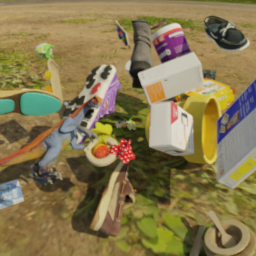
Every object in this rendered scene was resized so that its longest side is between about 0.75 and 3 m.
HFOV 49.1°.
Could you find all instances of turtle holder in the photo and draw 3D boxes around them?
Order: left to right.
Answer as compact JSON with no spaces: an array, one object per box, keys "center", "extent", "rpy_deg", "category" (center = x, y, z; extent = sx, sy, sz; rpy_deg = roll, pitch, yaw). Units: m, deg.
[{"center":[-3.698,-3.324,12.274],"extent":[0.638,0.683,0.899],"rpy_deg":[12,49,3],"category":"turtle holder"}]

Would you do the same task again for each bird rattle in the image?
[{"center":[-0.548,0.575,7.283],"extent":[1.092,0.754,1.339],"rpy_deg":[-40,63,-15],"category":"bird rattle"}]

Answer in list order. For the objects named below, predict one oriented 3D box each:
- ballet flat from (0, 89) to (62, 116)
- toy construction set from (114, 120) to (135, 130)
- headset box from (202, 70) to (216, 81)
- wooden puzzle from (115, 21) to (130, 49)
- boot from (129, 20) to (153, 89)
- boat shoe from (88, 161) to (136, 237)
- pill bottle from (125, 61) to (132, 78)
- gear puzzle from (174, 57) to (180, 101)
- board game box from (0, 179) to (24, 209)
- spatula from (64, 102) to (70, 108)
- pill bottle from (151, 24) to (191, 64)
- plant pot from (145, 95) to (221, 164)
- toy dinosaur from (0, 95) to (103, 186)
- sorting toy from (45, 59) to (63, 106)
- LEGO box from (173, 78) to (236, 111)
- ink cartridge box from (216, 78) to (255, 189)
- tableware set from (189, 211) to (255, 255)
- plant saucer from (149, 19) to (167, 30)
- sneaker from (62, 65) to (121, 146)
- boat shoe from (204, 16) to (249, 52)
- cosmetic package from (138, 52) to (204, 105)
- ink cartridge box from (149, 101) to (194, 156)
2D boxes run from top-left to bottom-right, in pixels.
[{"center":[-2.265,-0.574,5.625],"extent":[1.835,0.630,0.578],"rpy_deg":[-5,39,-36],"category":"ballet flat"},{"center":[-0.178,-0.124,12.251],"extent":[0.933,0.430,0.611],"rpy_deg":[2,31,-18],"category":"toy construction set"},{"center":[4.944,-3.201,17.073],"extent":[0.901,0.418,0.784],"rpy_deg":[9,33,14],"category":"headset box"},{"center":[-0.221,-3.218,9.752],"extent":[0.186,0.745,0.804],"rpy_deg":[-30,65,-3],"category":"wooden puzzle"},{"center":[0.631,-2.669,10.704],"extent":[1.042,1.965,2.985],"rpy_deg":[1,-8,3],"category":"boot"},{"center":[-0.280,2.064,8.415],"extent":[0.995,0.998,2.765],"rpy_deg":[26,29,0],"category":"boat shoe"},{"center":[0.387,-2.451,12.335],"extent":[0.676,1.213,0.676],"rpy_deg":[-12,65,27],"category":"pill bottle"},{"center":[1.873,-1.751,10.808],"extent":[0.229,1.749,0.906],"rpy_deg":[14,47,29],"category":"gear puzzle"},{"center":[-3.869,2.111,8.865],"extent":[0.921,0.201,0.926],"rpy_deg":[-15,35,-24],"category":"board game box"},{"center":[-2.892,-1.122,14.131],"extent":[0.647,0.075,0.931],"rpy_deg":[-5,33,-17],"category":"spatula"},{"center":[2.033,-3.112,12.078],"extent":[1.355,2.410,1.355],"rpy_deg":[-24,0,0],"category":"pill bottle"},{"center":[2.001,0.040,10.376],"extent":[2.301,2.445,2.445],"rpy_deg":[1,28,33],"category":"plant pot"},{"center":[-1.612,0.077,6.875],"extent":[2.692,1.413,2.443],"rpy_deg":[20,59,-15],"category":"toy dinosaur"},{"center":[-2.445,-1.459,9.017],"extent":[0.248,1.379,1.851],"rpy_deg":[-6,-1,-1],"category":"sorting toy"},{"center":[3.744,-1.495,13.852],"extent":[2.488,0.960,1.853],"rpy_deg":[-23,39,-32],"category":"LEGO box"},{"center":[3.282,-0.196,7.260],"extent":[0.634,2.699,2.667],"rpy_deg":[29,40,-5],"category":"ink cartridge box"},{"center":[2.067,3.059,6.307],"extent":[1.864,0.565,2.820],"rpy_deg":[-11,22,36],"category":"tableware set"},{"center":[1.298,-4.405,11.989],"extent":[0.855,0.137,0.855],"rpy_deg":[-23,22,10],"category":"plant saucer"},{"center":[-0.932,-0.588,8.534],"extent":[1.200,1.241,2.976],"rpy_deg":[5,55,36],"category":"sneaker"},{"center":[3.483,-3.495,10.271],"extent":[0.907,0.723,2.398],"rpy_deg":[-34,37,0],"category":"boat shoe"},{"center":[1.416,-1.597,9.265],"extent":[1.949,0.989,0.695],"rpy_deg":[-21,48,7],"category":"cosmetic package"},{"center":[1.219,0.068,7.674],"extent":[0.686,1.183,1.603],"rpy_deg":[-7,-15,32],"category":"ink cartridge box"}]
